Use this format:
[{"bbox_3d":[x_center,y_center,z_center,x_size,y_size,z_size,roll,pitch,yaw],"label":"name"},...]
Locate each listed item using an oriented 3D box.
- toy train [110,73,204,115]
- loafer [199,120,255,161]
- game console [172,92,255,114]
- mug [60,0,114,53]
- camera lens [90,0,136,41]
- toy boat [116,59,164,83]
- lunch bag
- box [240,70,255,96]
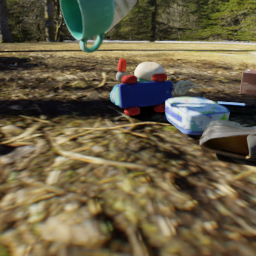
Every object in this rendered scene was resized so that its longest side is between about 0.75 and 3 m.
[{"bbox_3d":[0.897,-1.209,9.668,2.916,1.234,1.687,-7,8,-18],"label":"toy train"},{"bbox_3d":[2.650,0.392,5.819,2.339,0.851,0.845,3,27,37],"label":"loafer"},{"bbox_3d":[2.878,-0.855,9.674,2.858,0.345,1.686,7,22,17],"label":"game console"},{"bbox_3d":[-1.111,-3.307,8.007,1.144,1.849,1.520,-25,72,-22],"label":"mug"},{"bbox_3d":[-0.987,-4.211,9.593,2.092,1.673,1.673,-40,23,5],"label":"camera lens"},{"bbox_3d":[0.582,-2.642,13.700,2.376,1.104,1.997,13,27,13],"label":"toy boat"},{"bbox_3d":[1.843,-0.371,7.865,1.359,0.697,1.690,-5,21,-17],"label":"lunch bag"},{"bbox_3d":[5.133,-1.875,11.577,0.752,0.916,0.760,12,25,30],"label":"box"}]
